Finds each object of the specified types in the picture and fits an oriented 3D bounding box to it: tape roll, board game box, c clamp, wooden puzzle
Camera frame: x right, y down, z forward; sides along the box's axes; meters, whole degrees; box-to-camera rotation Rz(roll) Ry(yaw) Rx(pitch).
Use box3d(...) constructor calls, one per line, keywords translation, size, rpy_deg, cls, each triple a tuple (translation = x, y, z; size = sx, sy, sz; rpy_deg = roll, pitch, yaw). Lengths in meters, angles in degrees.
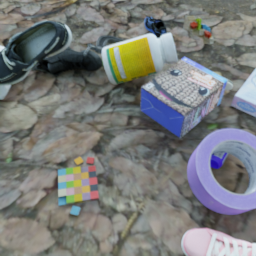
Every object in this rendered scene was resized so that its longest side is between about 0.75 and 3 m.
box3d(translation=(2.754, 1.172, 7.546), size=(2.158, 0.917, 2.158), rpy_deg=(2, 64, -3), cls="tape roll")
box3d(translation=(5.610, -1.150, 10.068), size=(2.748, 0.596, 2.735), rpy_deg=(31, 56, 24), cls="board game box")
box3d(translation=(-0.296, -3.080, 11.478), size=(2.842, 0.385, 2.428), rpy_deg=(12, 38, -9), cls="c clamp")
box3d(translation=(-1.445, 1.606, 8.039), size=(1.113, 0.132, 1.877), rpy_deg=(-8, 50, -6), cls="wooden puzzle")
box3d(translation=(1.878, -1.107, 9.677), size=(1.868, 1.135, 2.343), rpy_deg=(37, 60, 27), cls="board game box")

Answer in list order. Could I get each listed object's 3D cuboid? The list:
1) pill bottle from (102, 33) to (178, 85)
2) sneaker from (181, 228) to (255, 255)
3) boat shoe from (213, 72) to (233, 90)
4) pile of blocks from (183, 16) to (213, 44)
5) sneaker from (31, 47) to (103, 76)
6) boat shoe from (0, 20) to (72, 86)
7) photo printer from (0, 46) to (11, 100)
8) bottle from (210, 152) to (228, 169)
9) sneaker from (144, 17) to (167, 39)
box3d(translation=(0.445, -2.604, 10.364), size=(2.570, 1.449, 1.449), rpy_deg=(-14, 49, 9), cls="pill bottle")
box3d(translation=(2.540, 2.833, 6.202), size=(2.643, 1.382, 0.995), rpy_deg=(21, 55, 18), cls="sneaker")
box3d(translation=(3.344, -1.877, 10.748), size=(1.450, 0.518, 0.433), rpy_deg=(23, 59, 23), cls="boat shoe")
box3d(translation=(1.493, -1.964, 5.582), size=(0.899, 0.369, 0.279), rpy_deg=(18, 10, -37), cls="pile of blocks")
box3d(translation=(-2.571, -2.561, 11.151), size=(2.918, 0.876, 1.522), rpy_deg=(23, 53, 24), cls="sneaker")
box3d(translation=(-2.462, -1.745, 6.485), size=(2.390, 0.721, 0.904), rpy_deg=(-32, 91, 13), cls="boat shoe")
box3d(translation=(-5.335, -2.267, 10.287), size=(2.327, 0.971, 2.797), rpy_deg=(11, 36, -14), cls="photo printer")
box3d(translation=(2.834, 0.642, 8.645), size=(0.566, 0.443, 1.356), rpy_deg=(18, 50, 31), cls="bottle")
box3d(translation=(1.304, -4.806, 13.063), size=(0.697, 0.774, 1.988), rpy_deg=(-17, 52, -13), cls="sneaker")
